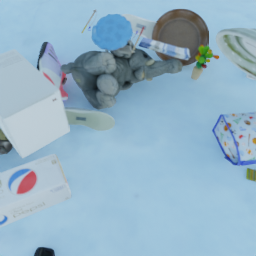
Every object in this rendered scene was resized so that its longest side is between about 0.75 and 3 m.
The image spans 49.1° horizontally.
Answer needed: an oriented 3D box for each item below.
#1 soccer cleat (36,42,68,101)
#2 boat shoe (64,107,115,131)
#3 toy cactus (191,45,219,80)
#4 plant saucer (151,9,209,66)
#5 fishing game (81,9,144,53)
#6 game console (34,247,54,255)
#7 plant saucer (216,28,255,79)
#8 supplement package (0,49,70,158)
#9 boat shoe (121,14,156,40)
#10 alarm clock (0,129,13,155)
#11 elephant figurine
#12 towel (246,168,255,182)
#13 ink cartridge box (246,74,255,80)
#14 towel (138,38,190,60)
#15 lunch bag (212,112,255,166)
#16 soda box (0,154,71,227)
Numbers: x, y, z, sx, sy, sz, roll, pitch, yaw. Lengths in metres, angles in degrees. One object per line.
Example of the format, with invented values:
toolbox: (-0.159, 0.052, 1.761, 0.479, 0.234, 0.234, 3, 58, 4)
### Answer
soccer cleat: (-2.622, -1.931, 9.648, 1.012, 0.943, 2.764, 7, 47, -21)
boat shoe: (-1.235, -0.347, 8.460, 1.669, 0.582, 0.594, 9, 24, -10)
toy cactus: (2.552, -2.209, 9.581, 0.733, 1.182, 1.433, 20, 29, 0)
plant saucer: (1.891, -3.276, 10.295, 2.081, 0.381, 2.081, 0, 91, 0)
fishing game: (-0.470, -2.808, 8.335, 1.755, 0.273, 1.256, 20, 77, 11)
game console: (-1.916, 3.324, 5.877, 0.911, 0.186, 1.544, 8, 54, 6)
plant saucer: (3.692, -2.114, 7.887, 2.537, 2.537, 0.637, 39, 95, 26)
supplement package: (-2.894, -0.723, 7.390, 1.466, 1.461, 2.499, -32, 54, -26)
boat shoe: (0.667, -3.820, 10.849, 2.154, 0.775, 0.738, 13, 27, -9)
alarm clock: (-3.816, 0.130, 7.852, 1.294, 0.639, 1.919, 24, 19, -23)
elephant figurine: (-0.169, -1.966, 9.119, 2.933, 2.076, 2.276, -37, 98, -32)
towel: (3.599, 1.316, 7.512, 0.811, 0.073, 0.349, 13, 54, 10)
ink cartridge box: (5.051, -2.053, 9.994, 1.339, 0.299, 1.179, 23, 56, 16)
towel: (1.225, -2.652, 9.237, 1.665, 0.198, 1.223, 17, 28, 3)
lunch bag: (3.205, 0.366, 7.694, 1.237, 0.901, 1.455, -7, 50, -12)
soda box: (-2.874, 1.657, 6.724, 2.795, 0.890, 0.952, -20, 55, -15)
